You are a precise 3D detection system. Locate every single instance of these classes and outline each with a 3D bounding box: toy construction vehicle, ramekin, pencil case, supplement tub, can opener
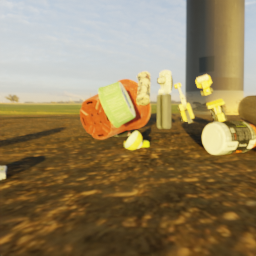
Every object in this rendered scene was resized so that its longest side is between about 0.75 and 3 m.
[{"bbox_3d":[2.537,-0.881,9.870,1.567,1.799,0.634,-16,2,9],"label":"toy construction vehicle"},{"bbox_3d":[-0.322,-0.758,8.712,0.675,1.381,1.381,-24,1,9],"label":"ramekin"},{"bbox_3d":[0.581,-1.518,10.828,0.507,1.303,0.583,26,-35,-37],"label":"pencil case"},{"bbox_3d":[3.543,0.333,9.633,1.808,1.108,1.108,-2,5,-29],"label":"supplement tub"},{"bbox_3d":[1.299,-0.964,9.466,0.670,2.016,0.531,4,-1,-39],"label":"can opener"}]

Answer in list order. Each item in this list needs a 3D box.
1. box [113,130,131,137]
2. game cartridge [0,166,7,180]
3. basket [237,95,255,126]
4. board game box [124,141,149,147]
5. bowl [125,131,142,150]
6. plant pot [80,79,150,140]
[{"bbox_3d":[-0.378,-0.129,14.808,0.845,1.138,0.707,-3,6,-33],"label":"box"},{"bbox_3d":[-3.198,1.065,6.604,0.598,0.182,0.897,-6,7,-21],"label":"game cartridge"},{"bbox_3d":[4.790,-0.578,9.786,1.600,1.207,1.774,-41,17,-6],"label":"basket"},{"bbox_3d":[0.326,0.647,11.183,0.891,0.212,0.453,-2,5,-19],"label":"board game box"},{"bbox_3d":[0.273,0.534,10.233,0.405,0.752,0.752,36,-7,-17],"label":"bowl"},{"bbox_3d":[-0.607,-0.657,11.115,2.201,2.201,2.140,4,21,38],"label":"plant pot"}]
